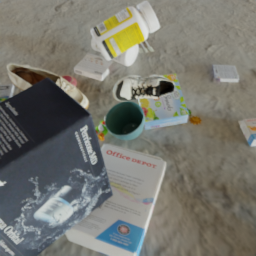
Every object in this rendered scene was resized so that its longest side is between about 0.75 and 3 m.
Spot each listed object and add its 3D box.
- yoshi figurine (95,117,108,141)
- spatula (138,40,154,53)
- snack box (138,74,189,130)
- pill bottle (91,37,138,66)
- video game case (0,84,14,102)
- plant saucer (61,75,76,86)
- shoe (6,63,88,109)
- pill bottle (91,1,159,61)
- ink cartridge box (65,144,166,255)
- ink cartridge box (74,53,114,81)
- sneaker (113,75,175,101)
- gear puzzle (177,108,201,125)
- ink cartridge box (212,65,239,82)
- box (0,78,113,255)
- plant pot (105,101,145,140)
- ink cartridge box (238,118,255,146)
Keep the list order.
[{"bbox_3d":[-0.765,-0.054,9.782,1.092,0.614,0.612,-55,24,-22],"label":"yoshi figurine"},{"bbox_3d":[0.704,-3.913,13.404,0.769,0.089,1.106,-14,50,-11],"label":"spatula"},{"bbox_3d":[1.169,-0.970,10.106,1.573,0.631,1.866,-9,62,-1],"label":"snack box"},{"bbox_3d":[-0.619,-3.563,12.390,1.931,1.104,1.104,27,54,21],"label":"pill bottle"},{"bbox_3d":[-5.425,-1.013,10.747,1.828,0.201,1.666,-6,49,-6],"label":"video game case"},{"bbox_3d":[-2.567,-1.893,11.515,0.870,0.221,0.870,0,48,0],"label":"plant saucer"},{"bbox_3d":[-2.110,-1.028,7.234,2.317,0.619,0.810,25,69,6],"label":"shoe"},{"bbox_3d":[-0.085,-3.123,8.983,1.994,1.140,1.140,-28,50,7],"label":"pill bottle"},{"bbox_3d":[-0.257,1.910,7.518,1.907,1.117,2.639,15,52,13],"label":"ink cartridge box"},{"bbox_3d":[-1.457,-2.647,12.123,1.357,0.303,1.195,19,52,16],"label":"ink cartridge box"},{"bbox_3d":[0.411,-0.954,6.644,1.561,0.591,0.684,-17,27,-25],"label":"sneaker"},{"bbox_3d":[1.865,-0.531,10.293,1.723,0.226,0.892,27,54,22],"label":"gear puzzle"},{"bbox_3d":[4.099,-2.314,11.898,0.988,0.214,0.970,3,48,5],"label":"ink cartridge box"},{"bbox_3d":[-2.059,1.029,5.759,2.875,2.827,1.688,-35,52,-23],"label":"box"},{"bbox_3d":[-0.012,-0.106,9.377,1.318,0.888,1.318,-9,58,14],"label":"plant pot"},{"bbox_3d":[4.359,0.042,9.672,0.673,0.396,1.169,-5,49,-4],"label":"ink cartridge box"}]
